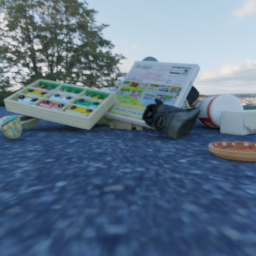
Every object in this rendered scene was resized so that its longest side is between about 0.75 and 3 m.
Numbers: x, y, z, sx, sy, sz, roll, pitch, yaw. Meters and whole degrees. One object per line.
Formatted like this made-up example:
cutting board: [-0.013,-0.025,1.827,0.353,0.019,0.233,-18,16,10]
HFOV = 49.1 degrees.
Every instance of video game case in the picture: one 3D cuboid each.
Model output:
video game case: [0.688,-1.132,8.915,2.552,2.323,0.292,15,-22,40]

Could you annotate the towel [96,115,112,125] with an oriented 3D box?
towel: [-1.758,-0.526,10.265,1.696,0.417,2.286,11,-1,32]

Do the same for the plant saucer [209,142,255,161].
plant saucer: [1.904,0.385,4.643,1.093,0.176,1.093,0,6,0]

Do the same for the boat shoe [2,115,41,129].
boat shoe: [-3.312,-0.227,8.783,0.433,0.493,1.385,47,24,9]

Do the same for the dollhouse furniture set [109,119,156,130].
dollhouse furniture set: [0.175,-0.362,9.353,1.750,0.775,0.907,4,7,36]

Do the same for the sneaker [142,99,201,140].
sneaker: [1.155,-0.325,7.330,1.195,0.797,2.085,30,24,23]

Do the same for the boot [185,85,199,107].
boot: [1.716,-0.892,11.049,1.117,1.994,2.883,-40,39,-18]

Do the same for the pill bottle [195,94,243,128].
pill bottle: [2.950,-0.538,9.476,1.058,1.058,1.931,0,1,-5]

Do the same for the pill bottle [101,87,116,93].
pill bottle: [-0.155,-1.334,13.765,2.441,1.412,1.412,-9,9,-30]

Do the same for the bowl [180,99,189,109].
bowl: [1.078,-0.699,10.001,0.944,2.011,2.011,-47,28,-22]

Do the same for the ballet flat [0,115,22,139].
ballet flat: [-2.794,0.004,6.792,0.519,0.519,1.468,-2,6,-20]

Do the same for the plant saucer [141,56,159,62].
plant saucer: [0.826,-1.792,12.959,0.566,2.939,2.939,7,8,36]

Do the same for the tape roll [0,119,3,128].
tape roll: [-4.298,-0.160,9.837,0.792,0.277,0.792,-1,6,0]

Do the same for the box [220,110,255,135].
box: [3.553,-0.189,8.161,1.892,0.647,0.777,-4,7,-35]

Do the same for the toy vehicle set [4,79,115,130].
toy vehicle set: [-2.089,-0.830,8.821,2.885,0.383,1.793,12,34,17]

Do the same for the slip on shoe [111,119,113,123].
slip on shoe: [-0.656,-0.365,11.633,1.142,0.346,0.434,0,5,4]

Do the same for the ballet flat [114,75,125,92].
ballet flat: [-0.110,-1.426,10.349,0.754,0.754,2.134,-1,30,-15]
